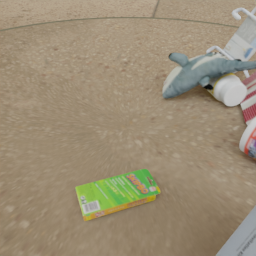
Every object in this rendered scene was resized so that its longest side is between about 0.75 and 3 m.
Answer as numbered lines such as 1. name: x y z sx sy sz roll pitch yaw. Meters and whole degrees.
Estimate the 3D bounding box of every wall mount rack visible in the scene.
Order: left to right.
1. wall mount rack: 3.992 -2.456 9.146 2.411 2.774 1.034 44 53 13

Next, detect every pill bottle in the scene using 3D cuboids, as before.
1. pill bottle: 3.050 -1.447 9.141 0.933 0.933 1.632 -10 39 -13
2. pill bottle: 3.732 0.583 6.215 1.194 1.194 2.143 -27 48 -30

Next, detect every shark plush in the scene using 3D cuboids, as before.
1. shark plush: 2.454 -1.544 8.601 2.840 1.290 1.183 1 61 23

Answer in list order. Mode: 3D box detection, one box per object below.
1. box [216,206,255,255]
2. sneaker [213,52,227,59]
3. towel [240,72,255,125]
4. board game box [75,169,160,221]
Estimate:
1. box: 2.008 1.736 3.695 2.017 1.572 0.415 22 17 -34
2. sneaker: 3.254 -2.659 11.009 1.537 0.615 0.567 -21 44 -23
3. towel: 4.180 -1.098 8.270 0.285 1.808 2.510 41 35 -18
4. board game box: -0.211 1.362 5.914 1.653 0.248 0.789 -15 38 -14
